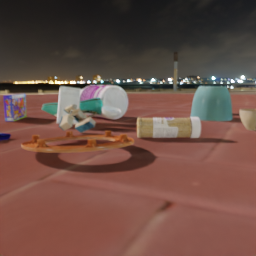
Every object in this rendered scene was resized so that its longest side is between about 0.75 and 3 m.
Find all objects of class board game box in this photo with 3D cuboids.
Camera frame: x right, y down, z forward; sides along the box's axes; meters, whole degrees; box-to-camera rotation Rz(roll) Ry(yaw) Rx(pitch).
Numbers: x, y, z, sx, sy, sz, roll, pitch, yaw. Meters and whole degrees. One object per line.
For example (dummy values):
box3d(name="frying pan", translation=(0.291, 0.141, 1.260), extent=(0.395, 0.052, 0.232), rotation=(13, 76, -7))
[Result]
box3d(name="board game box", translation=(-5.499, -1.024, 13.702), extent=(0.401, 1.204, 1.790), rotation=(0, 9, -1))

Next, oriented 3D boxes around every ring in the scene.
box3d(name="ring", translation=(-1.239, 0.287, 7.115), extent=(2.780, 0.267, 2.780), rotation=(-2, 5, 0))

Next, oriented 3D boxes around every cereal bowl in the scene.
box3d(name="cereal bowl", translation=(-0.732, -0.639, 11.861), extent=(0.809, 0.337, 0.809), rotation=(12, 21, -5))

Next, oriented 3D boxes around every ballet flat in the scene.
box3d(name="ballet flat", translation=(-2.388, -0.712, 12.213), extent=(2.658, 0.935, 0.895), rotation=(-8, -6, -10))

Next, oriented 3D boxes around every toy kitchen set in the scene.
box3d(name="toy kitchen set", translation=(-1.775, -0.070, 9.286), extent=(0.686, 0.933, 1.165), rotation=(-21, -47, 29))

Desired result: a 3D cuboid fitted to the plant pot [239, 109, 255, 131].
box3d(name="plant pot", translation=(4.767, -0.296, 10.534), extent=(1.119, 0.751, 1.119), rotation=(0, 10, 0))

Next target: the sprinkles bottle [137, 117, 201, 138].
box3d(name="sprinkles bottle", translation=(1.270, -0.003, 8.928), extent=(1.963, 0.670, 0.670), rotation=(0, 9, 1))

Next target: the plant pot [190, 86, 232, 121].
box3d(name="plant pot", translation=(4.129, -1.251, 13.858), extent=(2.011, 1.614, 2.011), rotation=(0, 9, 0))

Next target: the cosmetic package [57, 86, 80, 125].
box3d(name="cosmetic package", translation=(-2.424, -0.876, 11.394), extent=(0.842, 1.492, 0.606), rotation=(7, -5, -18))

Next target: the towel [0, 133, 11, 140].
box3d(name="towel", translation=(-4.221, 0.277, 8.745), extent=(0.879, 0.218, 0.649), rotation=(4, 3, 22))

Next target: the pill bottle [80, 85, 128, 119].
box3d(name="pill bottle", translation=(-1.505, -1.369, 14.399), extent=(1.660, 1.660, 2.958), rotation=(-7, 12, -39))
